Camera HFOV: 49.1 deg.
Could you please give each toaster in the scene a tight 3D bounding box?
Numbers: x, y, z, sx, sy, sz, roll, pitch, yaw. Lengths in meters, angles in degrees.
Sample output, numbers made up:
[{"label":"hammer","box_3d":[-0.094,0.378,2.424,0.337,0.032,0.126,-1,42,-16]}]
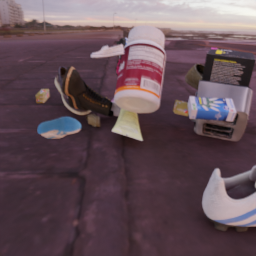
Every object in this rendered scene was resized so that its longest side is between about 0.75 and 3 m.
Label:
[{"label":"toaster","box_3d":[2.916,-0.512,8.669,1.820,1.646,1.080,12,60,16]}]

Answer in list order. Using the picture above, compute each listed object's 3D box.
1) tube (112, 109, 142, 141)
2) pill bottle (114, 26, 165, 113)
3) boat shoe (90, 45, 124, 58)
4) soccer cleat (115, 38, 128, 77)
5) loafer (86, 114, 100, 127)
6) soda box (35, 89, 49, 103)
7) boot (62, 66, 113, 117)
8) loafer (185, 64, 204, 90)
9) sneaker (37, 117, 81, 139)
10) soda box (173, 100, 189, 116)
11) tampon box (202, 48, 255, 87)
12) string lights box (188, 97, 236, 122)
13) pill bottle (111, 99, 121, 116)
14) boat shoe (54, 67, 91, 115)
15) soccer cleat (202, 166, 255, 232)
[{"label":"tube","box_3d":[-0.023,-0.167,9.455,0.728,0.651,2.508,-22,18,8]},{"label":"pill bottle","box_3d":[0.449,-1.948,9.381,1.496,2.621,1.496,8,-17,3]},{"label":"boat shoe","box_3d":[-0.626,-2.266,8.290,1.005,0.328,0.370,-8,9,-1]},{"label":"soccer cleat","box_3d":[-0.020,-2.607,10.749,0.783,1.814,0.634,16,-23,-40]},{"label":"loafer","box_3d":[-1.270,-0.251,10.155,0.359,0.405,1.066,-9,14,-19]},{"label":"soda box","box_3d":[-4.036,-1.508,13.236,0.366,0.387,1.142,-1,22,-3]},{"label":"boot","box_3d":[-1.311,-1.224,9.931,1.662,0.931,2.402,18,-16,6]},{"label":"loafer","box_3d":[3.687,-1.801,11.781,2.785,0.939,1.059,29,58,18]},{"label":"sneaker","box_3d":[-1.792,0.024,7.527,1.197,0.458,0.483,-5,-25,16]},{"label":"soda box","box_3d":[1.758,-0.670,9.272,0.437,0.413,1.289,13,8,4]},{"label":"tampon box","box_3d":[3.455,-1.492,10.175,1.564,2.478,1.857,12,23,16]},{"label":"string lights box","box_3d":[2.130,-0.490,7.206,1.105,0.326,0.568,3,43,1]},{"label":"pill bottle","box_3d":[-0.240,-1.047,11.281,0.674,0.674,1.188,12,41,27]},{"label":"boat shoe","box_3d":[-2.365,-1.594,11.734,0.948,0.854,2.637,-19,54,-25]},{"label":"soccer cleat","box_3d":[2.810,1.297,5.157,2.798,1.208,0.977,0,22,0]}]
